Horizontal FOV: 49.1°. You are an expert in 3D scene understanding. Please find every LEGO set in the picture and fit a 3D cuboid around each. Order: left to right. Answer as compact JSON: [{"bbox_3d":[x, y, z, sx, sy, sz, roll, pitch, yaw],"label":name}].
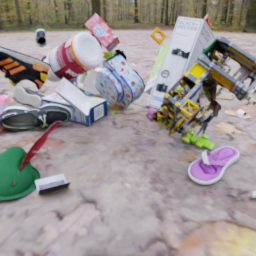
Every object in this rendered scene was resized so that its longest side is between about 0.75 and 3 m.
[{"bbox_3d":[1.967,-0.649,6.444,1.529,2.029,2.639,41,72,15],"label":"LEGO set"}]

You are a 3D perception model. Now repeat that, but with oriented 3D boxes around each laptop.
[{"bbox_3d":[-2.087,1.480,7.693,0.834,0.517,0.891,-11,37,-23],"label":"laptop"}]

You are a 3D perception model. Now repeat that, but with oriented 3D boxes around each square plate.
[{"bbox_3d":[-1.856,-1.049,9.597,1.308,0.188,1.320,40,21,-19],"label":"square plate"}]

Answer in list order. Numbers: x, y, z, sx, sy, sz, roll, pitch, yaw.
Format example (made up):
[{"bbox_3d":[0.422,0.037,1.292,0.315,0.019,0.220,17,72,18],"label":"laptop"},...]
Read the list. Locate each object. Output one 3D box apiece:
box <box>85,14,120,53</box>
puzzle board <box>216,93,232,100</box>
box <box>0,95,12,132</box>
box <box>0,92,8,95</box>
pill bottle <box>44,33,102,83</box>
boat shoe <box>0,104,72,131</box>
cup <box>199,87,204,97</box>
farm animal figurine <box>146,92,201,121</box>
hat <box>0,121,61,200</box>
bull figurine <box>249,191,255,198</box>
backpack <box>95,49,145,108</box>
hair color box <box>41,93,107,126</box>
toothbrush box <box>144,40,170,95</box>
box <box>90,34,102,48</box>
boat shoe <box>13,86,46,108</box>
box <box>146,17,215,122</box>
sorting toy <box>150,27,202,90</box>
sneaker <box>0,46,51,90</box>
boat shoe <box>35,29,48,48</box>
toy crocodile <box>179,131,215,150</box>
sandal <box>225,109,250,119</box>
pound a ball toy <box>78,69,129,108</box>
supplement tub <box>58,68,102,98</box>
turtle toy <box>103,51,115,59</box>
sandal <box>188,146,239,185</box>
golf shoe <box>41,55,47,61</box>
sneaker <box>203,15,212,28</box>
[{"bbox_3d":[-1.004,-3.737,11.080,1.339,0.639,0.667,49,5,9],"label":"box"},{"bbox_3d":[5.182,-1.702,15.104,0.773,0.089,1.026,8,26,19],"label":"puzzle board"},{"bbox_3d":[-5.619,-0.553,11.510,1.095,1.010,2.135,-2,25,-4],"label":"box"},{"bbox_3d":[-7.159,-1.311,13.754,1.622,0.495,2.048,18,31,34],"label":"box"},{"bbox_3d":[-2.167,-2.496,10.416,2.301,1.300,1.300,-15,12,39],"label":"pill bottle"},{"bbox_3d":[-3.645,-0.329,11.152,2.755,1.042,0.831,-6,32,-2],"label":"boat shoe"},{"bbox_3d":[3.634,-2.197,15.050,1.344,0.961,1.344,2,20,-1],"label":"cup"},{"bbox_3d":[2.155,-1.423,12.801,2.407,1.499,2.981,6,26,14],"label":"farm animal figurine"},{"bbox_3d":[-3.146,0.684,7.669,1.656,1.760,1.999,19,27,11],"label":"hat"},{"bbox_3d":[4.180,1.556,7.153,1.584,0.850,2.609,21,32,37],"label":"bull figurine"},{"bbox_3d":[-0.244,-1.354,8.553,1.434,1.505,1.159,41,69,8],"label":"backpack"},{"bbox_3d":[-2.410,-0.928,12.537,2.716,0.822,1.358,14,28,28],"label":"hair color box"},{"bbox_3d":[1.728,-1.877,9.959,1.577,2.166,0.932,30,-26,-18],"label":"toothbrush box"},{"bbox_3d":[-1.507,-3.366,11.812,0.490,0.939,0.694,-15,68,-22],"label":"box"},{"bbox_3d":[-4.859,-1.536,14.048,2.380,0.796,0.678,23,21,32],"label":"boat shoe"},{"bbox_3d":[1.601,-1.605,8.026,0.778,2.589,1.510,21,2,33],"label":"box"},{"bbox_3d":[1.977,-2.710,11.185,1.687,2.996,0.408,-42,6,-29],"label":"sorting toy"},{"bbox_3d":[-3.215,-1.632,7.600,2.091,0.941,0.731,13,8,-31],"label":"sneaker"},{"bbox_3d":[-3.370,-3.396,10.913,0.451,0.373,1.206,-7,-9,-21],"label":"boat shoe"},{"bbox_3d":[2.454,0.446,10.122,1.397,0.431,0.472,22,73,37],"label":"toy crocodile"},{"bbox_3d":[4.915,-0.685,12.623,1.113,0.319,0.426,18,30,33],"label":"sandal"},{"bbox_3d":[-0.988,-1.799,13.503,2.827,1.201,1.844,22,6,-26],"label":"pound a ball toy"},{"bbox_3d":[-2.327,-2.451,14.845,2.338,1.641,1.641,13,28,26],"label":"supplement tub"},{"bbox_3d":[-0.724,-3.039,12.000,0.623,0.432,0.855,36,-12,-3],"label":"turtle toy"},{"bbox_3d":[2.654,0.976,8.713,0.979,0.591,2.405,20,32,37],"label":"sandal"},{"bbox_3d":[-3.433,-2.712,11.973,0.467,1.286,0.592,23,59,-2],"label":"golf shoe"},{"bbox_3d":[2.886,-3.834,10.194,0.354,0.321,0.835,40,12,12],"label":"sneaker"}]
